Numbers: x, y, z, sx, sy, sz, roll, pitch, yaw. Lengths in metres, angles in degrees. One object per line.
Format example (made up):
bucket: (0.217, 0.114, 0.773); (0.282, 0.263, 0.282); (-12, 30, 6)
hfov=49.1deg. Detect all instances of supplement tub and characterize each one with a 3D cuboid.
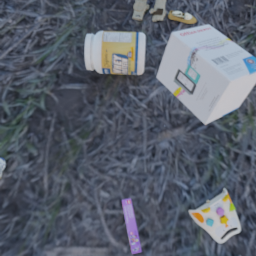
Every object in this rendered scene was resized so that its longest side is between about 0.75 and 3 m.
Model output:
supplement tub: (-0.498, -3.036, 11.407); (2.330, 1.686, 1.686); (2, 67, 1)

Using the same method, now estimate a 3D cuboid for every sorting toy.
sorting toy: (3.140, 3.080, 9.485); (1.564, 0.836, 1.408); (-29, 89, -11)

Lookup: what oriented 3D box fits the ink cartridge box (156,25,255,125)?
ink cartridge box: (2.118, -1.499, 7.543); (1.531, 1.524, 2.087); (-22, 58, -30)

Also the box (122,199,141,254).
box: (0.099, 3.204, 9.125); (0.317, 1.110, 1.622); (-10, 67, -5)

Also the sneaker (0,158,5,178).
sneaker: (-4.743, 1.473, 10.251); (0.313, 0.367, 0.832); (1, 66, 2)

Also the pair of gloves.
pair of gloves: (1.015, -5.575, 13.243); (1.551, 0.272, 1.319); (4, 71, 4)

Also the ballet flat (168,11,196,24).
ballet flat: (2.523, -5.143, 12.972); (1.349, 0.425, 0.463); (10, 68, 4)
